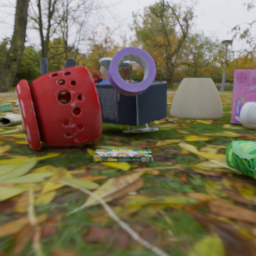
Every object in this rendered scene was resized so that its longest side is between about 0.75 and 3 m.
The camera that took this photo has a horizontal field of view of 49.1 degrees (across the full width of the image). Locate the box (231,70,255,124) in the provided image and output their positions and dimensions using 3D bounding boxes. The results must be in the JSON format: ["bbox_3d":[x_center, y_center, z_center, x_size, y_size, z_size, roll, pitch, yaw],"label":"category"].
[{"bbox_3d":[5.827,-1.257,11.697,2.599,2.286,1.256,7,12,35],"label":"box"}]

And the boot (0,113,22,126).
[{"bbox_3d":[-5.182,-0.340,11.858,1.263,0.455,0.976,4,11,16],"label":"boot"}]

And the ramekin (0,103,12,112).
[{"bbox_3d":[-7.492,-1.224,16.995,0.835,0.408,0.835,-8,12,2],"label":"ramekin"}]

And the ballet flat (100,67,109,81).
[{"bbox_3d":[-0.754,-2.199,15.413,0.955,2.840,0.967,-25,-3,34],"label":"ballet flat"}]

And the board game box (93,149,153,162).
[{"bbox_3d":[-0.121,0.663,6.724,1.367,0.160,0.716,0,8,-1],"label":"board game box"}]

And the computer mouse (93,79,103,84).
[{"bbox_3d":[-1.332,-1.760,12.508,0.599,0.865,0.228,-16,-23,-8],"label":"computer mouse"}]

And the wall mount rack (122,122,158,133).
[{"bbox_3d":[0.395,-0.130,10.398,1.347,0.502,1.171,-3,8,-16],"label":"wall mount rack"}]

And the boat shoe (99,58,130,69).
[{"bbox_3d":[-0.585,-2.867,12.305,1.378,0.496,0.427,3,45,-16],"label":"boat shoe"}]

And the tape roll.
[{"bbox_3d":[0.093,-1.521,7.607,1.233,1.233,0.524,-2,-5,-10],"label":"tape roll"}]

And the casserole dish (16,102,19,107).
[{"bbox_3d":[-2.940,-0.906,9.095,1.464,0.284,0.887,-4,32,26],"label":"casserole dish"}]

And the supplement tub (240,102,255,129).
[{"bbox_3d":[5.115,-0.399,10.375,1.041,1.041,1.577,-5,12,-30],"label":"supplement tub"}]

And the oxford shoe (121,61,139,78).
[{"bbox_3d":[0.105,-3.102,13.974,0.860,0.824,2.329,-21,4,-2],"label":"oxford shoe"}]

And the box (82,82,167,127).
[{"bbox_3d":[-0.116,-0.930,9.914,2.460,1.317,1.826,7,14,38],"label":"box"}]

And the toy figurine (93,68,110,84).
[{"bbox_3d":[-1.710,-1.930,13.628,1.754,1.545,2.928,-7,28,48],"label":"toy figurine"}]

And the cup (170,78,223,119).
[{"bbox_3d":[3.642,-1.631,14.926,2.786,1.992,2.786,0,10,0],"label":"cup"}]

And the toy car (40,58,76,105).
[{"bbox_3d":[-2.676,-1.350,10.865,2.178,2.651,2.092,2,14,9],"label":"toy car"}]

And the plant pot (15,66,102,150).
[{"bbox_3d":[-1.915,-0.508,7.613,1.941,2.132,2.132,-12,13,-21],"label":"plant pot"}]

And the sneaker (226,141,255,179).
[{"bbox_3d":[2.295,0.652,5.181,0.891,0.790,2.132,0,0,12],"label":"sneaker"}]
